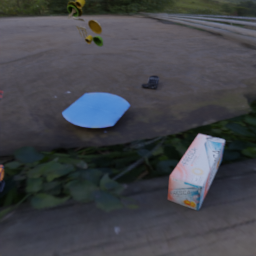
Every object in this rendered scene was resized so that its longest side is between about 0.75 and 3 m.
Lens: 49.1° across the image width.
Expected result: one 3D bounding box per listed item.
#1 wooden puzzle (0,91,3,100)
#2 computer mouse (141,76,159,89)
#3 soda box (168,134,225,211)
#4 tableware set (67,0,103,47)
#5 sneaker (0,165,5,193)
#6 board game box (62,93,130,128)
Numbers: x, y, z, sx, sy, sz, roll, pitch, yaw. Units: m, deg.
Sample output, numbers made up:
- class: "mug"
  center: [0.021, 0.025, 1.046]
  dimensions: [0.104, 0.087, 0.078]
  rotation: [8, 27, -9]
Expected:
- class: "wooden puzzle"
  center: [-3.622, -0.854, 5.911]
  dimensions: [1.594, 0.189, 2.688]
  rotation: [18, -11, -33]
- class: "computer mouse"
  center: [1.204, -2.243, 14.120]
  dimensions: [0.833, 0.317, 1.203]
  rotation: [10, 40, 18]
- class: "soda box"
  center: [1.849, 1.049, 7.355]
  dimensions: [0.811, 0.754, 2.372]
  rotation: [14, 32, 25]
- class: "tableware set"
  center: [-0.835, -2.014, 5.391]
  dimensions: [0.694, 1.030, 0.158]
  rotation: [22, 64, 23]
- class: "sneaker"
  center: [-3.889, 1.200, 7.169]
  dimensions: [1.226, 0.849, 2.189]
  rotation: [-16, 42, -35]
- class: "board game box"
  center: [-1.160, -0.527, 10.675]
  dimensions: [2.031, 0.501, 2.571]
  rotation: [15, 37, 17]
